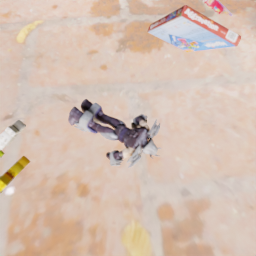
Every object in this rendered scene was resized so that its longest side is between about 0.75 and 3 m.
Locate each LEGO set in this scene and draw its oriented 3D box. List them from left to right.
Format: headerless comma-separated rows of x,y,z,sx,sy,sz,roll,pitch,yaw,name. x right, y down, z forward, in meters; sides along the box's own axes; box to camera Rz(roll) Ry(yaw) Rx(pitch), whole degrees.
-2.115,0.778,4.277,0.681,0.733,1.785,43,94,-10,LEGO set

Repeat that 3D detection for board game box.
1.467,-2.352,6.980,1.407,2.733,0.266,23,97,-15,board game box
1.594,-2.320,5.271,0.830,0.162,0.655,33,25,-19,board game box

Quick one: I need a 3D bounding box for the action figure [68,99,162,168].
-0.119,0.043,3.386,1.171,0.406,0.762,28,53,16,action figure
